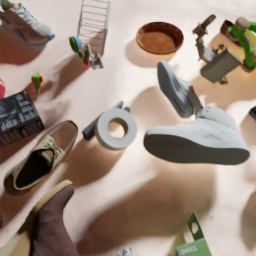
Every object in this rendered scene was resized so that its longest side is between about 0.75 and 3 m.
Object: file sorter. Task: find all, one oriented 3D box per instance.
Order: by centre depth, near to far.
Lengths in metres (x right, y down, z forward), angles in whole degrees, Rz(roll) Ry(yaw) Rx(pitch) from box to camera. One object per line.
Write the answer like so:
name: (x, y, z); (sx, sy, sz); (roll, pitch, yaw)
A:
file sorter: (-1.342, -3.940, 10.839); (1.119, 1.247, 1.797); (7, 55, -9)

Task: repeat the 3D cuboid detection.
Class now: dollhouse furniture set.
dollhouse furniture set: (3.203, -2.762, 9.869); (1.332, 1.138, 2.571); (26, 46, -29)

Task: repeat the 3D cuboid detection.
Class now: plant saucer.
plant saucer: (1.270, -3.579, 11.280); (1.946, 0.314, 1.946); (0, 57, 0)

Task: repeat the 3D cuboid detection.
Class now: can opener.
can opener: (-0.653, -0.197, 8.916); (0.604, 0.481, 1.805); (37, 65, 19)

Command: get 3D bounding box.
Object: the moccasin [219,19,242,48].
moccasin: (4.435, -3.758, 11.171); (0.630, 0.665, 1.722); (-24, 59, -22)

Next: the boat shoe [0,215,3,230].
boat shoe: (-4.011, 2.975, 6.631); (0.833, 0.878, 2.319); (17, 49, 15)

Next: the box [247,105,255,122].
box: (4.714, -0.472, 9.215); (1.194, 0.275, 0.949); (-24, 59, -16)

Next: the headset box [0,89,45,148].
headset box: (-3.757, -0.246, 8.811); (1.812, 0.700, 1.348); (-27, 60, -16)

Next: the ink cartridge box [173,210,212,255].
ink cartridge box: (1.523, 3.202, 6.146); (0.709, 1.241, 2.390); (-16, 58, -5)

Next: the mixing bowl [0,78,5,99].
mixing bowl: (-5.531, -1.435, 9.243); (2.468, 1.337, 2.468); (0, 57, -1)

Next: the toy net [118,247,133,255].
toy net: (-0.117, 3.434, 6.634); (0.633, 0.233, 1.206); (21, 58, 13)

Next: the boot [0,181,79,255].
boot: (-1.564, 2.949, 6.725); (2.355, 1.024, 2.831); (34, 60, 7)

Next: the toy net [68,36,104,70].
toy net: (-1.492, -2.465, 9.901); (0.382, 1.038, 1.979); (-24, 51, -23)

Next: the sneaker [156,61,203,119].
sneaker: (1.717, -1.335, 9.562); (0.847, 0.874, 2.392); (-12, 64, -23)

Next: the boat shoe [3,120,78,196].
boat shoe: (-2.243, 0.797, 7.760); (1.009, 0.957, 2.665); (44, 62, -16)

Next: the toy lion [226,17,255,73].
toy lion: (5.045, -2.946, 10.364); (2.247, 0.805, 2.345); (-6, 68, -21)

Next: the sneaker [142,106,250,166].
sneaker: (1.855, 0.120, 8.192); (2.990, 1.101, 1.728); (9, 44, -7)

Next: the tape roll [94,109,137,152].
tape roll: (-0.372, 0.069, 8.485); (1.267, 0.443, 1.267); (6, 71, -18)

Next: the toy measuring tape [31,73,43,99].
toy measuring tape: (-3.239, -1.554, 9.876); (0.418, 0.418, 1.136); (-4, 56, -3)

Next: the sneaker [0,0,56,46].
sneaker: (-4.164, -4.221, 11.204); (2.851, 1.152, 1.091); (28, 59, 16)
